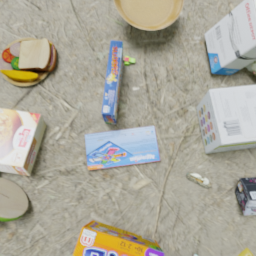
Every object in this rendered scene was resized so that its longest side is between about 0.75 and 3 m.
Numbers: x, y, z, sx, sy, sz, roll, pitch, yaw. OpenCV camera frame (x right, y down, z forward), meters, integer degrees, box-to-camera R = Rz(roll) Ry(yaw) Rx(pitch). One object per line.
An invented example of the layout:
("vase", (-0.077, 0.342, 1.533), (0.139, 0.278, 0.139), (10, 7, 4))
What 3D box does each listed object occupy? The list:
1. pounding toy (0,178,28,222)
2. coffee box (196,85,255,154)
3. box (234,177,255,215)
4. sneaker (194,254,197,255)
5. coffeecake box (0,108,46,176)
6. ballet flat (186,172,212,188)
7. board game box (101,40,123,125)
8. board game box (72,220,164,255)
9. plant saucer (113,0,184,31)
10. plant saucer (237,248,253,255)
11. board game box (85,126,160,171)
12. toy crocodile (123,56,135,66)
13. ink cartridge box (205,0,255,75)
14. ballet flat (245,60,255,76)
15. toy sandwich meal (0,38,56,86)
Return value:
("pounding toy", (-4.779, 2.587, 9.845), (2.324, 1.794, 1.078), (42, 106, 10))
("coffee box", (3.826, -0.252, 10.212), (1.966, 1.944, 1.963), (-7, 76, -2))
("box", (4.790, 2.410, 9.900), (1.588, 0.911, 1.049), (-3, 40, 0))
("sneaker", (2.594, 4.935, 9.459), (2.856, 1.074, 1.264), (-6, 64, 0))
("coffeecake box", (-4.744, 0.421, 10.322), (2.769, 1.012, 2.125), (8, 62, 2))
("ballet flat", (2.683, 1.928, 10.459), (1.024, 0.386, 0.347), (24, 53, 6))
("board game box", (-0.556, -1.612, 10.530), (0.465, 1.825, 2.696), (6, 81, 0))
("board game box", (-0.503, 4.545, 8.736), (2.459, 2.461, 2.460), (17, 76, 4))
("plant saucer", (0.753, -4.996, 10.778), (2.765, 0.490, 2.765), (0, 86, -7))
("plant saucer", (4.186, 4.853, 9.833), (0.869, 0.211, 0.869), (-36, 79, -8))
("board game box", (-0.237, 0.773, 10.828), (2.758, 0.268, 1.420), (-7, 74, -2))
("toy crocodile", (-0.246, -2.852, 11.707), (1.095, 0.338, 0.370), (8, 76, 2))
("ink cartridge box", (4.245, -3.379, 10.606), (1.074, 2.550, 1.844), (1, 75, -24))
("ballet flat", (5.029, -3.082, 11.586), (0.887, 1.050, 2.776), (-18, 70, 26))
("toy sandwich meal", (-4.174, -2.811, 11.431), (2.461, 0.843, 2.461), (0, 76, 0))
